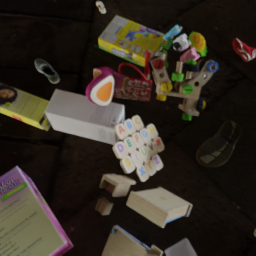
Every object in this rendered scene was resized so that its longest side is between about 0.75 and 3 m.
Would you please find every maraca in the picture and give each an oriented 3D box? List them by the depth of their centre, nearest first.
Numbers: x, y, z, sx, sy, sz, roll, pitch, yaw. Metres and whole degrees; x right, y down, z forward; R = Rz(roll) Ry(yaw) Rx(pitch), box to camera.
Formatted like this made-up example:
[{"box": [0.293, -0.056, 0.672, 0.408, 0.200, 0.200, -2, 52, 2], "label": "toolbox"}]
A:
[{"box": [2.960, -3.511, 11.783, 1.147, 0.614, 0.786, 42, 60, -24], "label": "maraca"}]

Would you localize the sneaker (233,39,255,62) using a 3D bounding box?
[{"box": [5.072, -3.428, 12.144, 0.665, 0.451, 1.152, -22, 78, -19], "label": "sneaker"}]

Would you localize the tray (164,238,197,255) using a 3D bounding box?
[{"box": [1.831, 4.266, 8.451, 0.846, 0.175, 1.576, -26, 67, -11], "label": "tray"}]

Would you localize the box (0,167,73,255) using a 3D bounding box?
[{"box": [-3.533, 3.118, 8.344, 2.491, 1.369, 2.831, -35, 70, -16], "label": "box"}]

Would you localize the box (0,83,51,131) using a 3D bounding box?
[{"box": [-4.112, -0.846, 10.680, 2.702, 0.677, 1.017, 20, 66, 9], "label": "box"}]

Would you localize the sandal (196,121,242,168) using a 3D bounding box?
[{"box": [3.235, 0.619, 10.034, 0.992, 0.663, 2.428, 38, 55, 10], "label": "sandal"}]

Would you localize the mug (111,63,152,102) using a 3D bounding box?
[{"box": [0.122, -1.643, 10.733, 1.533, 1.360, 1.023, 10, 53, 1], "label": "mug"}]

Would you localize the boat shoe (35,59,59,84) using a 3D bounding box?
[{"box": [-3.386, -2.454, 11.584, 0.541, 0.459, 1.486, -38, 70, -17], "label": "boat shoe"}]

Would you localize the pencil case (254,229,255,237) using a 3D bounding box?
[{"box": [4.825, 3.532, 8.498, 1.771, 0.689, 0.792, 37, 100, 17], "label": "pencil case"}]

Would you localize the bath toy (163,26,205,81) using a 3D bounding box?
[{"box": [2.341, -2.905, 11.307, 2.383, 0.881, 1.036, 58, 36, 2], "label": "bath toy"}]

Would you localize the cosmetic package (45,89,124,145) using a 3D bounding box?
[{"box": [-1.490, -0.352, 10.058, 2.538, 1.366, 1.077, 15, 64, 6], "label": "cosmetic package"}]

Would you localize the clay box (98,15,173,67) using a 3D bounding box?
[{"box": [0.337, -3.622, 12.018, 2.820, 0.671, 1.620, 27, 66, 10], "label": "clay box"}]

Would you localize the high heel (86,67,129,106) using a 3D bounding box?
[{"box": [-1.034, -1.479, 9.000, 1.395, 0.979, 2.908, 18, 27, 12], "label": "high heel"}]

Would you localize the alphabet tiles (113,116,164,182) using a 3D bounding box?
[{"box": [0.413, 0.660, 9.476, 2.109, 0.154, 2.062, -27, 92, -43], "label": "alphabet tiles"}]

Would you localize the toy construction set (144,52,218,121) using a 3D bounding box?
[{"box": [1.613, -1.499, 10.336, 2.452, 2.259, 2.940, -10, 24, -33], "label": "toy construction set"}]

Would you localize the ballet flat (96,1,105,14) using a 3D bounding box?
[{"box": [-1.298, -5.810, 13.335, 0.329, 0.278, 0.870, -24, 66, -11], "label": "ballet flat"}]

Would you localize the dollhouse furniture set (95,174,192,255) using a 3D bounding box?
[{"box": [0.232, 3.242, 8.716, 2.634, 1.821, 2.790, 24, 97, 33], "label": "dollhouse furniture set"}]
